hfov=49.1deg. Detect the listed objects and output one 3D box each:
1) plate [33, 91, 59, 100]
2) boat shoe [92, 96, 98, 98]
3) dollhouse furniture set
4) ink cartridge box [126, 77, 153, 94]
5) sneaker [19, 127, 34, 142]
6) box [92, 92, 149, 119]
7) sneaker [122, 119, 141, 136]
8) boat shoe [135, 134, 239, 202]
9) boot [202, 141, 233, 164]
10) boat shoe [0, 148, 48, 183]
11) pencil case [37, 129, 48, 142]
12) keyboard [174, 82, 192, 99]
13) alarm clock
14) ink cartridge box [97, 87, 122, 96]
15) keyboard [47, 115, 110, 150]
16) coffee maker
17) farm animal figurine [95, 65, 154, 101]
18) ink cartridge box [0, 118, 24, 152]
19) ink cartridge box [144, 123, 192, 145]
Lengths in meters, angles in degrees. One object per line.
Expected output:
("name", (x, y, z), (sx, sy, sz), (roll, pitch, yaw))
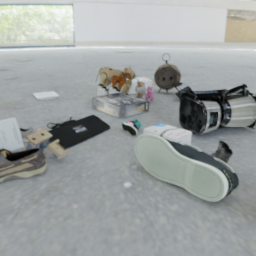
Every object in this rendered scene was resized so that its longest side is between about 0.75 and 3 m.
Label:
("plate", (-4.561, -1.769, 15.535), (1.196, 0.193, 1.193), (-11, 24, -27))
("boat shoe", (-1.453, -1.607, 14.937), (0.958, 0.307, 0.353), (6, 22, 15))
("dollhouse furniture set", (-2.537, 0.724, 8.477), (1.097, 0.773, 0.769), (37, 32, 11))
("ink cartridge box", (0.470, -2.535, 16.797), (1.743, 0.749, 1.277), (-9, 22, -18))
("sneaker", (-3.930, 0.208, 9.789), (1.322, 0.542, 0.494), (-6, 22, -15))
("box", (-0.391, -1.114, 13.294), (1.759, 0.537, 2.221), (-17, 27, -38))
("sneaker", (0.255, -0.027, 10.633), (0.628, 0.435, 1.040), (-20, 26, -22))
("boat shoe", (1.382, 0.936, 7.251), (0.883, 1.107, 2.928), (-5, 27, -43))
("boot", (2.451, 0.740, 7.764), (0.479, 0.904, 1.373), (11, 19, -14))
("boat shoe", (-3.316, 0.943, 7.457), (2.211, 0.811, 0.824), (-9, 23, -23))
("pencil case", (-3.037, 0.280, 9.894), (0.346, 0.331, 0.800), (26, 5, -34))
("keyboard", (3.008, -2.040, 15.350), (1.117, 0.181, 1.758), (47, 37, 8))
("alarm clock", (2.231, -3.150, 16.118), (1.498, 2.221, 0.739), (-2, 13, 19))
("ink cartridge box", (-0.996, -1.955, 15.372), (1.135, 0.478, 0.820), (7, 8, 20))
("keyboard", (-1.931, 0.153, 10.373), (1.351, 0.515, 2.597), (37, 34, 22))
("coffee maker", (3.323, -0.652, 10.962), (2.580, 1.738, 2.478), (-6, -1, -18))
("farm animal figurine", (0.005, -2.400, 14.362), (2.725, 1.370, 2.201), (16, -4, -41))
("ink cartridge box", (-4.457, 0.486, 7.906), (1.656, 0.941, 2.272), (-5, 12, 44))
("ink cartridge box", (1.439, 0.366, 9.350), (1.659, 0.553, 0.961), (18, 25, 40))
